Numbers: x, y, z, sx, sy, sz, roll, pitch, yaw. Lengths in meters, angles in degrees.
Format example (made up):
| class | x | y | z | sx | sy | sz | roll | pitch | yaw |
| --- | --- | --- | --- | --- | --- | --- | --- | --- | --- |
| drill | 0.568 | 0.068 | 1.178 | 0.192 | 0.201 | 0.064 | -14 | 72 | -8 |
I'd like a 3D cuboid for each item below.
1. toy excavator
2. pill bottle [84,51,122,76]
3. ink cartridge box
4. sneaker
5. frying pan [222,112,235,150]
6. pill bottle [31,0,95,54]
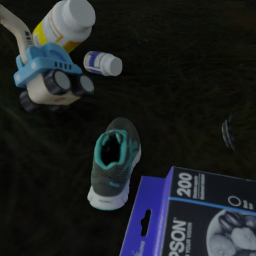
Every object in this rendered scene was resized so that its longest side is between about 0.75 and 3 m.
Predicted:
| class | x | y | z | sx | sy | sz | roll | pitch | yaw |
| --- | --- | --- | --- | --- | --- | --- | --- | --- | --- |
| toy excavator | -2.646 | -2.021 | 7.874 | 1.453 | 2.909 | 2.828 | -26 | -13 | 31 |
| pill bottle | -0.935 | -2.399 | 10.520 | 1.402 | 0.811 | 0.811 | 22 | 42 | 39 |
| ink cartridge box | 1.284 | 1.884 | 5.374 | 2.627 | 0.570 | 2.602 | 7 | 38 | 11 |
| sneaker | -0.241 | 0.469 | 6.610 | 1.094 | 1.287 | 2.821 | 4 | 38 | 3 |
| frying pan | 2.702 | -0.038 | 7.590 | 0.223 | 0.828 | 1.368 | -15 | 53 | 28 |
| pill bottle | -2.499 | -3.787 | 10.827 | 2.868 | 1.566 | 1.566 | -16 | 18 | 48 |
